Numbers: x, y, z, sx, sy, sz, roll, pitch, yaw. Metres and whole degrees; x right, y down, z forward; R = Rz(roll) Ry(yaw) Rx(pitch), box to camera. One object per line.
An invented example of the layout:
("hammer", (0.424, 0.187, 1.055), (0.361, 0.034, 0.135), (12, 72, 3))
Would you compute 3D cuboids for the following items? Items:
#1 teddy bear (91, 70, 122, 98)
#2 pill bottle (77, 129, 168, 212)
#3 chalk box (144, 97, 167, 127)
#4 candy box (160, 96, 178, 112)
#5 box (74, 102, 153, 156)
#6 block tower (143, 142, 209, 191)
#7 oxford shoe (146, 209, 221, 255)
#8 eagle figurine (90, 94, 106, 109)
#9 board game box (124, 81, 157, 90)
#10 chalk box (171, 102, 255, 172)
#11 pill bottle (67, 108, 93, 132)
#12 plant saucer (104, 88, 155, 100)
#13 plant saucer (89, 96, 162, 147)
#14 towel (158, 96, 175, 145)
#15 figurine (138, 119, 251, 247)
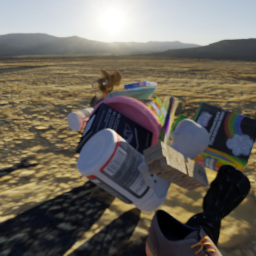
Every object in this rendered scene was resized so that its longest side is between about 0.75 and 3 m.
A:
("teddy bear", (-0.948, -1.871, 11.822), (0.504, 1.095, 1.510), (-2, 45, 52))
("pill bottle", (-0.072, 1.136, 7.008), (1.256, 2.206, 1.256), (-34, 32, 25))
("chalk box", (0.781, -0.390, 9.686), (0.914, 0.921, 1.475), (-30, 9, 38))
("candy box", (1.194, -0.186, 10.931), (0.541, 1.955, 1.128), (27, -17, -10))
("box", (-0.354, 0.425, 8.278), (1.948, 1.016, 1.442), (33, 38, -15))
("block tower", (1.031, 0.864, 5.805), (0.496, 0.464, 1.717), (-30, -42, 32))
("oxford shoe", (1.276, 2.493, 4.960), (1.014, 1.037, 2.844), (-14, 24, -34))
("eagle figurine", (-1.265, -1.012, 12.662), (1.224, 1.613, 1.217), (30, 16, 23))
("board game box", (0.454, -1.521, 10.210), (0.887, 0.192, 0.883), (-4, 2, 36))
("chalk box", (2.529, 0.312, 8.557), (2.337, 1.448, 1.459), (22, 64, 20))
("pill bottle", (-1.586, -0.345, 10.455), (0.723, 0.723, 1.242), (14, 22, 35))
("plant saucer", (0.085, -1.131, 9.915), (1.888, 0.179, 0.660), (-11, -16, -30))
("plant saucer", (-0.032, 0.163, 9.052), (2.616, 2.616, 0.663), (9, 29, 24))
("towel", (1.062, 0.075, 7.871), (0.194, 1.225, 1.706), (12, 56, 13))
("figurine", (1.555, 1.307, 6.724), (2.579, 1.110, 2.516), (50, 42, 4))
